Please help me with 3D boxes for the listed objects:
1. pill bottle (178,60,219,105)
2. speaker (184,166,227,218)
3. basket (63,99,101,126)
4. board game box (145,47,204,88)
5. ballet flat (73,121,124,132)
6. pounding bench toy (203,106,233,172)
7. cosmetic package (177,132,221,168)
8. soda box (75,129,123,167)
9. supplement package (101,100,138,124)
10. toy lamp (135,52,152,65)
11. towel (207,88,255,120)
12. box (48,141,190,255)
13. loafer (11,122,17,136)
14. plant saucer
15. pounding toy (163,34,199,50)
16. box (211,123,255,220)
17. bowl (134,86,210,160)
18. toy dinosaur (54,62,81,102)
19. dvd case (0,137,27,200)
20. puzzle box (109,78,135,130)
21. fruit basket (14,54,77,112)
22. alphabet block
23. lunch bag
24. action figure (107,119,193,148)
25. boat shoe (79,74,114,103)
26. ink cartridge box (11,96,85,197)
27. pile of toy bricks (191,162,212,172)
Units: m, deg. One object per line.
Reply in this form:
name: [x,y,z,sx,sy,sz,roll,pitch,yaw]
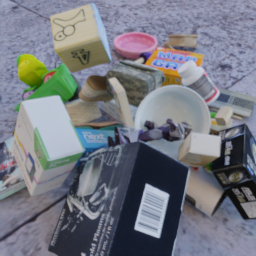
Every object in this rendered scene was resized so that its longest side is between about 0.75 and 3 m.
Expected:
pill bottle: [2.165,-1.401,8.736,0.757,1.368,0.757,-37,21,17]
speaker: [1.746,1.569,9.136,2.963,1.203,1.203,31,51,29]
basket: [-1.928,-0.668,11.546,1.438,0.975,0.887,-21,14,-20]
board game box: [1.904,-1.971,12.309,2.143,2.145,2.143,15,44,16]
ballet flat: [-1.325,0.126,11.184,2.374,0.808,0.798,-2,21,-9]
pounding bench toy: [2.423,0.002,9.871,1.949,2.499,1.553,25,50,24]
cosmetic package: [1.878,0.642,7.622,0.803,1.526,0.542,9,72,3]
soda box: [-0.666,0.668,9.479,2.630,0.844,0.892,3,39,-40]
supplement package: [-0.324,-1.068,12.328,1.451,0.804,1.130,33,52,30]
toy lamp: [0.360,-3.438,15.006,0.734,0.734,2.521,34,52,31]
towel: [4.779,-1.103,12.815,1.891,0.327,1.820,19,43,23]
box: [-0.269,1.991,6.764,1.697,2.691,2.738,29,64,-27]
loafer: [-3.357,-0.120,8.971,0.453,1.240,0.440,31,22,10]
plant saucer: [0.432,-4.841,16.599,2.579,0.654,2.579,-1,43,1]
pounding toy: [3.047,-4.864,16.679,2.350,1.348,1.344,-3,14,-17]
box: [3.402,1.286,8.157,0.927,2.152,1.762,-21,26,36]
bowl: [1.298,-0.183,8.867,2.326,2.326,1.045,-4,9,-5]
toy dinosaur: [-2.543,-1.740,12.497,1.278,2.499,0.962,-12,6,17]
dvd case: [-4.379,1.400,9.836,1.742,0.263,2.387,-27,49,-14]
puzzle box: [-0.207,-0.744,8.579,0.243,1.271,1.911,-19,23,-4]
fruit basket: [-3.685,-1.879,11.435,2.668,2.668,1.924,0,28,0]
alphabet block: [-1.654,-3.155,10.034,1.624,1.594,1.586,-14,69,6]
lunch bag: [0.256,-1.680,9.922,1.771,1.234,1.485,20,42,21]
action figure: [0.778,0.164,8.170,2.646,0.918,1.722,-14,-2,-26]
boat shoe: [-0.867,-1.501,11.002,0.989,0.895,2.774,53,29,17]
ink cartridge box: [-2.387,0.588,7.945,1.089,2.490,1.809,-16,68,-35]
pile of toy bricks: [2.534,1.129,8.632,1.231,0.683,0.608,16,49,-27]
